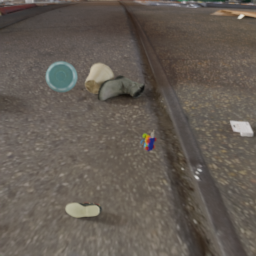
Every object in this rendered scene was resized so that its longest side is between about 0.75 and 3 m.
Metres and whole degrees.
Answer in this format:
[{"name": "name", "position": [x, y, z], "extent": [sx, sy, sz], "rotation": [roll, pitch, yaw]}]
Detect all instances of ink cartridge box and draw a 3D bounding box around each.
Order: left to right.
[{"name": "ink cartridge box", "position": [4.697, 0.027, 11.691], "extent": [0.774, 0.196, 0.878], "rotation": [5, 32, 6]}]

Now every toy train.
[{"name": "toy train", "position": [0.716, 0.345, 9.948], "extent": [0.366, 0.866, 0.501], "rotation": [-12, 33, -34]}]

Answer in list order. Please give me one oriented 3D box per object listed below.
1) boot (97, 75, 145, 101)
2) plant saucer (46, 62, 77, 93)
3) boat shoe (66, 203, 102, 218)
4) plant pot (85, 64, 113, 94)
[{"name": "boot", "position": [-0.277, -1.947, 14.359], "extent": [1.643, 0.852, 2.515], "rotation": [24, 40, 24]}, {"name": "plant saucer", "position": [-2.757, -2.109, 11.531], "extent": [1.279, 1.279, 0.175], "rotation": [-2, 0, -3]}, {"name": "boat shoe", "position": [-1.252, 2.314, 7.911], "extent": [1.041, 0.381, 0.326], "rotation": [-3, -8, 16]}, {"name": "plant pot", "position": [-1.638, -2.514, 14.939], "extent": [1.370, 1.370, 1.254], "rotation": [11, 45, 17]}]
